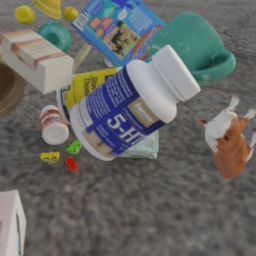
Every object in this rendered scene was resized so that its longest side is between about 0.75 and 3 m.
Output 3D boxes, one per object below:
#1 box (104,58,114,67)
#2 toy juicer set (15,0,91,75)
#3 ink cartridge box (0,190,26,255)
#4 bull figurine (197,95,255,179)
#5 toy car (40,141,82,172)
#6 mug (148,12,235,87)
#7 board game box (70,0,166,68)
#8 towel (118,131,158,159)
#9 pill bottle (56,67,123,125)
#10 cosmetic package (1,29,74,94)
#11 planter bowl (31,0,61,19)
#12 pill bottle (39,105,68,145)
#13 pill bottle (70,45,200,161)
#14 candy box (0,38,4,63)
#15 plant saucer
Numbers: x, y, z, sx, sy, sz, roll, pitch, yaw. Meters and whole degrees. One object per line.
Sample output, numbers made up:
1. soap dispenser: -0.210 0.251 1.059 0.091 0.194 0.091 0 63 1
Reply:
1. box: -0.492 -4.160 15.332 1.521 1.342 0.736 -13 36 -17
2. toy juicer set: -2.356 -3.245 9.815 1.875 2.947 0.802 -34 19 3
3. ink cartridge box: -2.500 2.103 5.283 0.543 2.141 2.430 -7 35 -10
4. bull figurine: 1.799 0.154 4.929 1.116 1.838 0.598 -44 47 -18
5. toy car: -1.877 0.854 8.805 1.351 0.301 1.271 16 37 21
6. mug: 1.451 -1.871 7.288 1.385 1.841 2.240 -40 9 -5
7. board game box: -0.150 -2.938 8.517 2.556 1.944 0.575 44 1 3
8. towel: 0.341 0.445 9.352 1.302 0.366 1.521 4 34 4
9. pill bottle: -0.556 -0.882 7.555 2.445 1.369 1.369 -7 33 10
10. cosmetic package: -1.710 -1.273 5.237 1.316 0.574 0.680 36 42 21
11. planter bowl: -2.252 -3.582 8.030 0.920 0.383 0.920 31 28 -19
12. pill bottle: -2.636 -0.156 9.805 0.859 0.859 1.531 -12 36 -17
13. pill bottle: 0.142 -0.520 5.861 2.463 1.474 1.474 -35 28 19
14. candy box: -2.935 -1.853 6.913 1.087 0.521 1.883 6 10 6
15. plant saucer: -4.058 -1.056 7.546 2.392 0.352 2.392 2 52 -2
